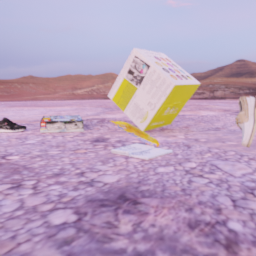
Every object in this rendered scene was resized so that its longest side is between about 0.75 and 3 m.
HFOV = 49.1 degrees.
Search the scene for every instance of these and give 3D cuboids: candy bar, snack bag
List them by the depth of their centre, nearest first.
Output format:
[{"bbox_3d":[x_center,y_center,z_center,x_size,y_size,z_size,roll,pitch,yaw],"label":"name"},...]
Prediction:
[{"bbox_3d":[0.280,0.172,8.331,0.547,0.243,2.194,14,-10,37],"label":"candy bar"},{"bbox_3d":[0.430,0.710,8.657,1.459,0.156,1.376,7,10,41],"label":"snack bag"}]

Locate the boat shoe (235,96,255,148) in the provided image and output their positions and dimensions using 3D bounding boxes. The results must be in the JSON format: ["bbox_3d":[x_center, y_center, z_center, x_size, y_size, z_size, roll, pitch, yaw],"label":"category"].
[{"bbox_3d":[3.491,-0.199,8.348,0.590,1.726,0.645,13,-31,14],"label":"boat shoe"}]

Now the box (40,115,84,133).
[{"bbox_3d":[-3.310,-0.247,13.998,1.952,0.569,2.851,-2,8,-14],"label":"box"}]

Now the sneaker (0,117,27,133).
[{"bbox_3d":[-5.496,-0.144,12.844,1.565,0.685,0.593,-1,8,-10],"label":"sneaker"}]

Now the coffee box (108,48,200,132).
[{"bbox_3d":[1.194,-1.741,12.973,2.605,2.634,2.630,46,31,22],"label":"coffee box"}]
